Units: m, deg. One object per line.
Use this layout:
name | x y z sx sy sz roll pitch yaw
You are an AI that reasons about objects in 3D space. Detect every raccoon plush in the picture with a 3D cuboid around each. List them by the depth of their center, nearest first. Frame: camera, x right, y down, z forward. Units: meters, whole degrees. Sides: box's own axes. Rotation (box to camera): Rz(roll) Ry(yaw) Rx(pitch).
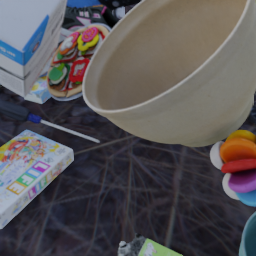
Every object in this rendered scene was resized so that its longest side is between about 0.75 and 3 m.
raccoon plush | 0.207 2.406 5.240 0.869 0.420 0.582 32 58 31

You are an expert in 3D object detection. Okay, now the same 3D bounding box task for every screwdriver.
screwdriver | -1.052 -0.066 3.737 1.436 0.209 0.200 18 62 -5

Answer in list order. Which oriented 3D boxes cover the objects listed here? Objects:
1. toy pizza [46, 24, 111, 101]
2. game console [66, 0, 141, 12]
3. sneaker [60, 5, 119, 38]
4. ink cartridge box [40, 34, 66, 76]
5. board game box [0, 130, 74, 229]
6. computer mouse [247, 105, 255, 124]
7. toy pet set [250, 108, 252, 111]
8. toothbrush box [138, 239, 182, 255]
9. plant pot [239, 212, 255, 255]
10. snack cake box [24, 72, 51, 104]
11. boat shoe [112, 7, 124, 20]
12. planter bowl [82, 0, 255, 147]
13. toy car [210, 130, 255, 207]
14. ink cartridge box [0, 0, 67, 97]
toy pizza | -1.246 -1.643 6.664 2.143 0.339 2.143 -16 60 29
game console | -1.015 -4.143 8.856 2.135 2.428 1.413 -1 72 28
sneaker | -1.021 -3.044 7.853 2.524 1.090 1.014 19 51 -9
ink cartridge box | -3.235 -2.746 10.377 1.725 1.001 2.391 3 35 37
board game box | -2.665 1.040 6.654 1.593 0.405 2.369 20 40 21
computer mouse | 3.967 -0.042 8.219 0.524 0.304 1.788 -5 45 -20
toy pet set | 2.123 -1.011 5.438 2.017 1.883 1.071 49 43 13
toothbrush box | 0.819 2.592 4.470 1.482 1.079 0.638 18 44 20
plant pot | 2.693 2.415 4.505 1.947 1.305 1.947 0 41 0
snack cake box | -2.909 -1.407 9.627 0.742 0.434 1.291 14 42 18
boat shoe | -0.389 -4.516 10.403 0.454 0.429 1.266 18 63 -42
planter bowl | 0.833 -0.786 4.277 2.594 1.746 2.594 -27 41 25
toy car | 1.452 0.519 3.408 0.829 0.947 0.710 -23 1 37
ink cartridge box | -2.083 -1.819 5.654 0.944 2.238 1.634 29 68 -12
